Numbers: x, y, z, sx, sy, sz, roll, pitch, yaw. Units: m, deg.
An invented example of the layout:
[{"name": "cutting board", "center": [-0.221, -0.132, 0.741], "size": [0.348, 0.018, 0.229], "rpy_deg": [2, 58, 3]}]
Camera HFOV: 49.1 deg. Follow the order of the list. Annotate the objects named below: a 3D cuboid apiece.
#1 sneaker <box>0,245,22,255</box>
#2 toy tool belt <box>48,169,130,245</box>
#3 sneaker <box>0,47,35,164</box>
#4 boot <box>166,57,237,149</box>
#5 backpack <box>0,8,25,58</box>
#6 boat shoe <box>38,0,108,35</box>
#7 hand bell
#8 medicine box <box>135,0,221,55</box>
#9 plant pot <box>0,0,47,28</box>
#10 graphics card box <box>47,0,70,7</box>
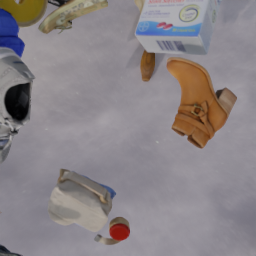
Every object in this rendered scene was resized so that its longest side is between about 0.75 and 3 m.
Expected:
[{"name": "sneaker", "center": [-1.730, 1.989, 4.088], "size": [0.949, 0.686, 0.361], "rpy_deg": [21, 63, 5]}, {"name": "toy tool belt", "center": [-0.607, 1.264, 4.879], "size": [1.482, 0.911, 0.926], "rpy_deg": [30, 112, -13]}, {"name": "sneaker", "center": [-2.513, -0.167, 5.514], "size": [1.076, 2.623, 0.980], "rpy_deg": [36, 31, 23]}, {"name": "boot", "center": [1.255, -0.541, 5.824], "size": [1.766, 0.651, 1.367], "rpy_deg": [36, 80, 4]}, {"name": "backpack", "center": [-3.161, -1.955, 5.761], "size": [1.691, 1.374, 1.419], "rpy_deg": [35, 112, 14]}, {"name": "boat shoe", "center": [-1.270, -2.565, 6.354], "size": [1.692, 0.620, 0.530], "rpy_deg": [-27, 115, 15]}, {"name": "hand bell", "center": [0.763, -2.954, 9.360], "size": [1.500, 1.500, 2.880], "rpy_deg": [7, 84, 2]}, {"name": "medicine box", "center": [1.201, -2.677, 6.555], "size": [1.546, 0.874, 1.698], "rpy_deg": [11, 80, 29]}, {"name": "plant pot", "center": [-3.195, -3.467, 7.119], "size": [2.027, 2.154, 2.154], "rpy_deg": [31, 72, 35]}, {"name": "graphics card box", "center": [-2.676, -5.208, 10.339], "size": [2.007, 0.511, 1.259], "rpy_deg": [26, 72, 8]}]
